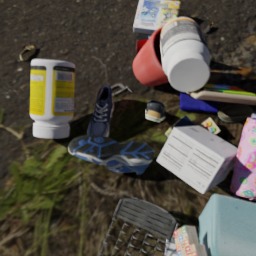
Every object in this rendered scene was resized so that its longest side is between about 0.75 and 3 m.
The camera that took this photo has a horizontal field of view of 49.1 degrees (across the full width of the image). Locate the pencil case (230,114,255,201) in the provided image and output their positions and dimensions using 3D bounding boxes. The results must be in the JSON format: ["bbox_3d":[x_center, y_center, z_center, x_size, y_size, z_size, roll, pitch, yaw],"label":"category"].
[{"bbox_3d":[3.910,0.900,8.542,1.103,1.103,2.523,14,96,10],"label":"pencil case"}]

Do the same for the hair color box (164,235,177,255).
[{"bbox_3d":[1.448,4.077,8.091,0.872,0.534,1.761,10,53,7],"label":"hair color box"}]

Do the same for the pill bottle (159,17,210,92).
[{"bbox_3d":[2.088,-2.756,10.455,1.719,1.719,2.954,1,44,1],"label":"pill bottle"}]

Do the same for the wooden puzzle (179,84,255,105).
[{"bbox_3d":[3.471,-1.356,10.668,2.603,0.524,2.814,5,12,-6],"label":"wooden puzzle"}]

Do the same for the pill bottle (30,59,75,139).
[{"bbox_3d":[-2.848,-1.066,10.521,1.593,1.593,2.788,5,97,4],"label":"pill bottle"}]

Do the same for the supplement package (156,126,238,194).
[{"bbox_3d":[2.392,0.921,9.242,1.794,1.277,2.303,34,19,28],"label":"supplement package"}]

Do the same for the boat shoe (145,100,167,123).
[{"bbox_3d":[1.061,-0.690,10.574,0.814,0.679,2.183,16,10,6],"label":"boat shoe"}]

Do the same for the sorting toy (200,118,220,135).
[{"bbox_3d":[3.149,0.062,11.128,0.732,0.144,0.791,-39,48,16],"label":"sorting toy"}]

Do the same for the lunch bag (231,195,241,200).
[{"bbox_3d":[3.211,2.852,8.756,0.993,0.744,1.168,-18,69,-20],"label":"lunch bag"}]

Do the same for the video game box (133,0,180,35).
[{"bbox_3d":[1.577,-6.145,15.494,2.301,0.539,2.096,9,75,7],"label":"video game box"}]

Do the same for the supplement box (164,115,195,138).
[{"bbox_3d":[1.982,0.077,10.856,0.557,0.829,0.829,47,63,4],"label":"supplement box"}]

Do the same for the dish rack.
[{"bbox_3d":[0.147,3.463,8.007,2.116,0.753,2.759,19,74,17],"label":"dish rack"}]

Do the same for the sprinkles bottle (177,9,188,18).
[{"bbox_3d":[2.480,-6.676,16.204,1.825,0.623,0.623,16,54,11],"label":"sprinkles bottle"}]

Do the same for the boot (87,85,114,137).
[{"bbox_3d":[-1.128,-0.527,11.220,0.896,1.113,2.464,5,53,4],"label":"boot"}]

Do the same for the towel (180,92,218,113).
[{"bbox_3d":[3.041,-1.117,12.169,1.612,0.399,1.190,6,46,5],"label":"towel"}]

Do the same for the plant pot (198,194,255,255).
[{"bbox_3d":[3.045,3.453,7.581,2.178,2.172,2.218,13,56,10],"label":"plant pot"}]

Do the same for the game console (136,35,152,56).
[{"bbox_3d":[1.838,-4.388,13.785,2.884,1.712,2.486,1,53,0],"label":"game console"}]

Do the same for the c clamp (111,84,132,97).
[{"bbox_3d":[-0.464,-1.708,12.727,0.987,0.134,0.844,-27,55,-18],"label":"c clamp"}]

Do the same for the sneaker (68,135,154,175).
[{"bbox_3d":[-0.631,1.046,9.725,2.941,1.133,1.113,12,39,-4],"label":"sneaker"}]

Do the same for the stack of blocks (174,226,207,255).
[{"bbox_3d":[1.592,3.140,7.086,0.354,0.696,1.209,17,46,-26],"label":"stack of blocks"}]

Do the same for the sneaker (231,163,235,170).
[{"bbox_3d":[4.374,1.455,10.131,1.214,0.507,0.733,-18,45,-15],"label":"sneaker"}]

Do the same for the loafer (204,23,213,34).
[{"bbox_3d":[4.459,-5.532,15.532,0.312,0.310,0.857,26,58,17],"label":"loafer"}]

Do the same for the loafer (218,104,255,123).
[{"bbox_3d":[4.768,-0.770,11.648,2.087,0.727,0.785,-10,53,-7],"label":"loafer"}]

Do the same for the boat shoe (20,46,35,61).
[{"bbox_3d":[-5.095,-3.857,14.229,0.416,0.355,1.134,13,54,10],"label":"boat shoe"}]

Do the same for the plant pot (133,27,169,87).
[{"bbox_3d":[1.385,-2.874,12.127,2.267,2.006,2.267,8,73,-28],"label":"plant pot"}]
